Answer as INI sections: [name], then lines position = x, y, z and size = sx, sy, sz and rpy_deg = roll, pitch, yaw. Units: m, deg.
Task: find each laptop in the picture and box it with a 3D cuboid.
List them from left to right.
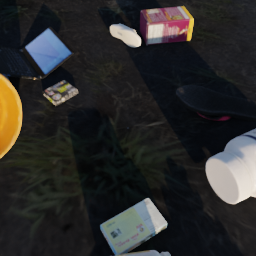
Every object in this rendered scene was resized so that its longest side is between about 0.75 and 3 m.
[laptop]
position = -3.808, -2.944, 10.329
size = 2.647, 1.367, 2.346
rpy_deg = 0, 38, -43

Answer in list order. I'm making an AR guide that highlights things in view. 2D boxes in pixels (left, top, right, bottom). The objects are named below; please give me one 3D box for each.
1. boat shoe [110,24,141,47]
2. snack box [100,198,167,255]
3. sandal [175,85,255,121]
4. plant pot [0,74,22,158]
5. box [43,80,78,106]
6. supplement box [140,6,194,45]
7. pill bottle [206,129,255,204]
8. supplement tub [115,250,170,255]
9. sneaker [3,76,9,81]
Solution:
[boat shoe]
position = 0.002, -3.994, 11.949
size = 0.633, 0.665, 1.847
rpy_deg = -33, 46, -26
[snack box]
position = 0.131, 2.247, 6.383
size = 1.334, 0.248, 0.775
rpy_deg = -24, 52, -21
[sandal]
position = 2.836, -0.619, 8.887
size = 2.875, 0.648, 1.080
rpy_deg = 12, 52, -9
[plant pot]
position = -4.704, -0.457, 7.522
size = 2.431, 2.656, 2.656
rpy_deg = 16, 47, 35
[box]
position = -2.322, -1.215, 9.606
size = 0.934, 0.207, 0.748
rpy_deg = -36, 57, -28
[supplement box]
position = 1.604, -4.371, 11.958
size = 1.975, 1.019, 1.293
rpy_deg = -8, 48, -7
[pill bottle]
position = 3.299, 0.790, 6.860
size = 2.579, 1.544, 1.544
rpy_deg = -21, 51, -17
[supplement tub]
position = 0.224, 2.866, 5.353
size = 1.263, 0.912, 0.912
rpy_deg = -6, 48, -4
[sneaker]
position = -4.652, -1.591, 9.494
size = 1.090, 0.905, 2.282
rpy_deg = -12, 49, -13
